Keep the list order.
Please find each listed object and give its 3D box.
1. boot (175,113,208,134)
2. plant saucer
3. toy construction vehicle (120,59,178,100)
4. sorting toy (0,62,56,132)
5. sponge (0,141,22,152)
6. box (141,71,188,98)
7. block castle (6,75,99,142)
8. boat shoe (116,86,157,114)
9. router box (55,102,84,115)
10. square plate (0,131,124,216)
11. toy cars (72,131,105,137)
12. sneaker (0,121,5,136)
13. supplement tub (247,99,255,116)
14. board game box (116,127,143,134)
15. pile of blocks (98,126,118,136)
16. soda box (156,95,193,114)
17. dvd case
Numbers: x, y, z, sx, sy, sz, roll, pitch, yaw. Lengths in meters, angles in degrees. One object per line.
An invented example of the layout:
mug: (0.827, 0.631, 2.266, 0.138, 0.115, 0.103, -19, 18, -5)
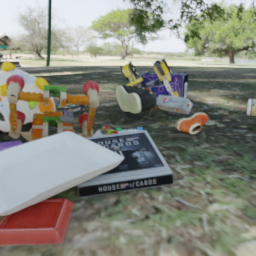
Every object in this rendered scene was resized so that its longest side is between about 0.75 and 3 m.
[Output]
boot: (2.483, -0.124, 10.042, 1.440, 0.540, 0.772, -19, 27, -30)
plant saucer: (-1.575, 1.514, 4.718, 1.137, 0.209, 1.135, -2, 16, -1)
toy construction vehicle: (1.017, -2.138, 13.259, 2.149, 2.468, 0.869, -20, 28, 20)
sorting toy: (-4.323, -0.923, 9.884, 2.847, 1.521, 2.563, 25, 38, 1)
sponge: (-3.612, 0.576, 8.137, 1.023, 0.153, 0.570, -9, 18, -29)
box: (1.869, -2.008, 14.443, 2.241, 1.658, 1.169, 5, 19, 23)
block castle: (-2.252, -0.596, 8.495, 2.651, 1.772, 1.244, 2, 39, -16)
boat shoe: (0.232, -1.264, 11.980, 0.933, 1.090, 2.979, -14, 18, -19)
router box: (-2.846, -0.855, 12.750, 1.115, 0.370, 1.418, 7, 17, 24)
square plate: (-1.781, 0.808, 5.840, 2.525, 0.359, 2.501, -20, 25, -34)
toy cars: (-1.084, 0.430, 8.186, 1.439, 0.645, 0.319, -3, -28, -8)
sneaker: (-4.884, 0.059, 9.031, 0.885, 0.641, 1.812, 18, 25, 42)
supplement tub: (5.729, -0.865, 12.123, 1.016, 0.734, 0.734, 5, 17, 19)
board game box: (0.090, 0.168, 9.616, 0.970, 0.125, 0.969, -2, 16, -7)
pile of blocks: (-0.692, 0.124, 9.175, 0.472, 0.357, 1.149, 5, 9, -40)
soda box: (2.057, -1.082, 12.775, 1.682, 0.534, 0.574, 14, -16, 48)
dvd case: (-0.217, 0.730, 6.786, 1.958, 0.322, 2.605, -7, 21, -7)
